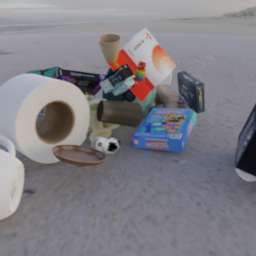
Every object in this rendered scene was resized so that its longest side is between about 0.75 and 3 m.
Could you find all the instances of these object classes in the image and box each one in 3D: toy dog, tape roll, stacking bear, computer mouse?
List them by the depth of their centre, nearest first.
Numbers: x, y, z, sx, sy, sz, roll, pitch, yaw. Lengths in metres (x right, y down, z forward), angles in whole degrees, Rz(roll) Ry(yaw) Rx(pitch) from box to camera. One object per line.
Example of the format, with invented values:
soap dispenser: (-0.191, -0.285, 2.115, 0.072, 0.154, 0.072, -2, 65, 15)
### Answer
tape roll: (-2.974, -0.374, 9.639, 1.910, 2.782, 2.782, 19, 31, 40)
stacking bear: (0.487, -2.181, 10.867, 0.485, 0.798, 0.454, 35, 41, 30)
computer mouse: (0.004, -2.190, 11.605, 0.683, 2.329, 0.396, -1, -13, -28)
toy dog: (-1.409, -0.773, 11.798, 2.332, 1.678, 2.405, -27, 32, -26)

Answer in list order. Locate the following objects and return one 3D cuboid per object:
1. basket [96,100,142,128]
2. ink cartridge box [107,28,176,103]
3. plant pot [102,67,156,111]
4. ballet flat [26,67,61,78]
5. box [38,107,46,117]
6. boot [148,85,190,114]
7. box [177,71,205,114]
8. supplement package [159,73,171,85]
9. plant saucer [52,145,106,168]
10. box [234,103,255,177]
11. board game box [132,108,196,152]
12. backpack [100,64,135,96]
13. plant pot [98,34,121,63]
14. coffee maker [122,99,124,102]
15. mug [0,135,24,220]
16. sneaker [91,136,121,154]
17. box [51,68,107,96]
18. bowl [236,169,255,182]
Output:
basket: (-0.377, -0.552, 10.385, 1.412, 0.960, 1.273, 6, 3, -25)
ink cartridge box: (0.650, -2.699, 11.743, 0.684, 2.212, 2.728, -29, 18, 47)
plant pot: (0.147, -1.770, 13.433, 1.860, 2.776, 2.776, 7, 19, -29)
ballet flat: (-4.060, -2.503, 13.599, 1.980, 0.673, 0.677, -8, 7, 8)
box: (-4.139, -0.738, 12.662, 0.939, 0.233, 0.932, 0, 20, -15)
boot: (2.205, -1.308, 13.603, 2.096, 1.007, 2.868, -6, 41, 25)
box: (2.383, -1.387, 10.705, 0.380, 1.176, 1.491, -19, 34, -10)
supplement package: (2.357, -3.652, 18.982, 1.129, 1.121, 1.488, 4, 25, 9)
plant saucer: (-1.438, 0.832, 8.199, 1.592, 0.255, 1.592, 10, 10, -2)
box: (4.683, 0.504, 8.683, 2.154, 1.518, 2.910, 24, 26, 14)
board game box: (1.512, -0.009, 11.157, 1.912, 0.566, 2.514, 4, 31, 25)
backpack: (-0.411, -1.729, 10.515, 1.221, 0.919, 1.084, -22, 11, 26)
plant pot: (-0.684, -2.980, 10.652, 0.846, 0.903, 0.846, 0, 42, 0)
coffee maker: (-0.009, -1.215, 13.339, 0.612, 0.908, 0.873, 8, 2, 25)
mug: (-4.050, 1.127, 7.236, 2.544, 2.142, 2.901, 7, 37, -6)
sneaker: (-0.555, 0.645, 9.581, 0.696, 0.583, 1.574, 19, 7, 26)
box: (-2.246, -1.968, 12.370, 2.271, 0.410, 1.623, 1, -18, -31)
bowl: (3.839, 1.399, 8.870, 0.942, 0.423, 0.942, 0, 25, 0)
